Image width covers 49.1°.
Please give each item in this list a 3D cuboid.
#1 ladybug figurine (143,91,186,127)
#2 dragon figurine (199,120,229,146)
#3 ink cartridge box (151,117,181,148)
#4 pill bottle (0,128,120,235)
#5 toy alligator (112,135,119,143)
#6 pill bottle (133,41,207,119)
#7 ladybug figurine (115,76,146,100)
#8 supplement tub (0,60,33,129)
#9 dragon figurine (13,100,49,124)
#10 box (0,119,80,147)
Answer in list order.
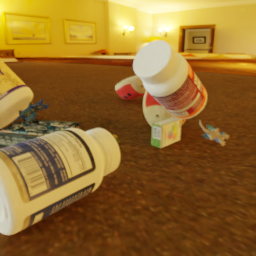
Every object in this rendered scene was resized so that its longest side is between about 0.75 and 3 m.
[{"bbox_3d":[1.526,-1.087,10.435,1.803,0.955,2.656,19,59,-5],"label":"ladybug figurine"},{"bbox_3d":[2.244,0.152,7.503,1.283,0.378,0.638,22,5,-18],"label":"dragon figurine"},{"bbox_3d":[1.380,0.093,9.232,1.427,0.741,0.423,-17,25,-41],"label":"ink cartridge box"},{"bbox_3d":[-1.460,0.853,5.710,1.492,1.492,2.687,15,24,39],"label":"pill bottle"},{"bbox_3d":[-0.718,0.279,8.902,0.938,0.311,0.225,22,11,-15],"label":"toy alligator"},{"bbox_3d":[1.294,-1.352,8.340,1.391,1.391,2.540,16,-13,39],"label":"pill bottle"},{"bbox_3d":[0.287,-2.040,14.533,1.686,0.893,2.484,-6,-5,-32],"label":"ladybug figurine"},{"bbox_3d":[-5.137,-1.551,10.003,2.880,2.094,2.094,45,22,-3],"label":"supplement tub"},{"bbox_3d":[-3.468,-0.489,9.706,1.532,0.451,0.762,-39,26,-13],"label":"dragon figurine"},{"bbox_3d":[-2.931,0.200,9.285,2.155,0.496,1.713,5,19,14],"label":"box"}]
